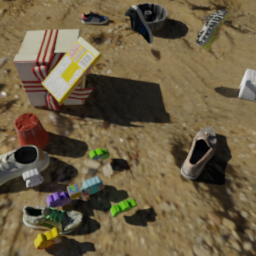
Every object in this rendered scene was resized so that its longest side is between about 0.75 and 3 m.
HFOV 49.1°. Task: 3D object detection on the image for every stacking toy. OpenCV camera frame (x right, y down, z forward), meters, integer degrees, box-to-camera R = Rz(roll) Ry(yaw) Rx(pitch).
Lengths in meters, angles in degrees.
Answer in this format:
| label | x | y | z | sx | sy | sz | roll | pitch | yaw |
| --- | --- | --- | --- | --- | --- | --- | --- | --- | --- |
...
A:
| label | x | y | z | sx | sy | sz | roll | pitch | yaw |
| --- | --- | --- | --- | --- | --- | --- | --- | --- | --- |
| stacking toy | -1.543 | 1.988 | 8.475 | 2.980 | 0.700 | 2.247 | -18 | 55 | -17 |

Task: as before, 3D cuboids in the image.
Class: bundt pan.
| label | x | y | z | sx | sy | sz | roll | pitch | yaw |
| --- | --- | --- | --- | --- | --- | --- | --- | --- | --- |
| bundt pan | 1.024 | -5.693 | 14.659 | 2.036 | 0.764 | 2.036 | 1 | 50 | -1 |

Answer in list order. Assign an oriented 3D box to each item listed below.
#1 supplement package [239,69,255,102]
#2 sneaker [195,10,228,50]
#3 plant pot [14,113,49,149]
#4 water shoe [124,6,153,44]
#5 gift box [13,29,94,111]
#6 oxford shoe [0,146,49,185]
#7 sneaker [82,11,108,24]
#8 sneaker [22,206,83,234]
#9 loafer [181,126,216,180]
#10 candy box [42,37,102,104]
| label | x | y | z | sx | sy | sz | roll | pitch | yaw |
| --- | --- | --- | --- | --- | --- | --- | --- | --- | --- |
| supplement package | 5.362 | -1.613 | 11.220 | 1.519 | 0.888 | 0.891 | 15 | 52 | 12 |
| sneaker | 2.912 | -3.312 | 9.552 | 1.467 | 0.663 | 0.573 | -53 | 39 | 7 |
| plant pot | -3.385 | 0.107 | 9.712 | 1.075 | 1.046 | 1.075 | 0 | 50 | 0 |
| water shoe | 0.383 | -3.716 | 10.404 | 0.606 | 1.537 | 0.549 | -35 | 27 | -5 |
| gift box | -2.682 | -2.313 | 10.806 | 2.658 | 2.453 | 2.482 | -4 | 49 | 4 |
| oxford shoe | -3.991 | 1.239 | 8.944 | 2.853 | 0.824 | 1.073 | -17 | 56 | -11 |
| sneaker | -1.770 | -5.934 | 14.956 | 1.436 | 0.607 | 0.538 | -8 | 51 | -7 |
| sneaker | -2.172 | 2.513 | 7.898 | 1.790 | 0.793 | 0.688 | 2 | 51 | 1 |
| loafer | 2.490 | 0.706 | 9.432 | 0.816 | 0.714 | 2.270 | 24 | 54 | 18 |
| candy box | -1.211 | -1.232 | 5.985 | 1.341 | 0.177 | 0.686 | -48 | 64 | 7 |
